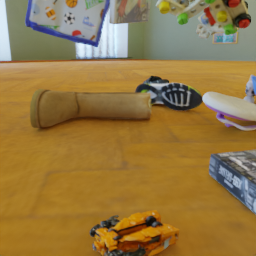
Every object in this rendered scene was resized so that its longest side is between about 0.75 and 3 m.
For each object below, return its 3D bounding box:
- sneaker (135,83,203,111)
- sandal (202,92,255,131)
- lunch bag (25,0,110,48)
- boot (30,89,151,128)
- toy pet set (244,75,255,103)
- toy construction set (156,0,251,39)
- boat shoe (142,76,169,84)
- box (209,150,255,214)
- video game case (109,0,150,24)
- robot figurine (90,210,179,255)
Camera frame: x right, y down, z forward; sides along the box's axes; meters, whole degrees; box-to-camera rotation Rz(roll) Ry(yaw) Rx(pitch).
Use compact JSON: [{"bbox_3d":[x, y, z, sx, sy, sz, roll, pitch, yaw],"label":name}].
[{"bbox_3d":[1.460,-1.159,9.643,2.471,0.913,1.000,15,19,39],"label":"sneaker"},{"bbox_3d":[2.812,-0.293,7.057,2.998,0.737,1.220,1,26,-46],"label":"sandal"},{"bbox_3d":[-1.498,-3.562,7.626,2.053,2.415,1.496,13,-8,-10],"label":"lunch bag"},{"bbox_3d":[-0.829,-0.597,7.553,2.909,0.962,2.547,2,16,4],"label":"boot"},{"bbox_3d":[4.944,-0.849,8.628,2.880,1.529,2.689,15,-13,34],"label":"toy pet set"},{"bbox_3d":[2.121,-3.073,7.401,1.799,1.264,2.744,-16,-13,32],"label":"toy construction set"},{"bbox_3d":[1.200,-1.848,12.098,0.953,0.786,2.778,-4,17,-12],"label":"boat shoe"},{"bbox_3d":[2.162,0.688,4.093,1.522,0.379,1.200,-4,17,-14],"label":"box"},{"bbox_3d":[0.125,-3.778,7.522,0.208,1.807,1.647,23,32,31],"label":"video game case"},{"bbox_3d":[0.050,1.117,2.858,0.870,0.253,0.631,-8,18,-28],"label":"robot figurine"}]
